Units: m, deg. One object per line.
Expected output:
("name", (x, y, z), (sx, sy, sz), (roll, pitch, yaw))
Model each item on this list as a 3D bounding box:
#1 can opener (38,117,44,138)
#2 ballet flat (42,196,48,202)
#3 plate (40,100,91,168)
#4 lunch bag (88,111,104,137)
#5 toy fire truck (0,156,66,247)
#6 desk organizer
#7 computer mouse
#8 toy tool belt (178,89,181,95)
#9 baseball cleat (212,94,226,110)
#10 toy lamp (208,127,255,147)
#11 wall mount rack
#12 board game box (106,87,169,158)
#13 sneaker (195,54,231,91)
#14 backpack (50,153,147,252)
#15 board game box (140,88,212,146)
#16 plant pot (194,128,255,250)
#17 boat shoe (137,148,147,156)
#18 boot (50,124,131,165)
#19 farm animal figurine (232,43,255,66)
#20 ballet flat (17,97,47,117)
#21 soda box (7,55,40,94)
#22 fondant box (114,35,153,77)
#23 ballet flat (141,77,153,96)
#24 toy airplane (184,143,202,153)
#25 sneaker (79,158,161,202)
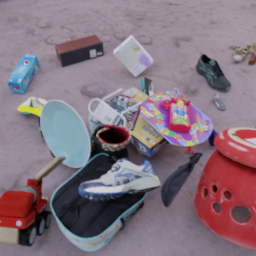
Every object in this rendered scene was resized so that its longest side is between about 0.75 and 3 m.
("can opener", (-3.304, -0.123, 11.038), (0.507, 0.629, 1.599), (-30, 47, -5))
("ballet flat", (-3.190, 2.508, 8.812), (1.366, 0.454, 0.388), (-17, 23, -12))
("plate", (-1.913, 0.175, 8.728), (2.258, 2.258, 0.289), (33, 39, 24))
("lunch bag", (-0.962, -0.126, 10.985), (1.111, 0.534, 1.386), (-8, 51, -6))
("toy fire truck", (-2.648, 1.865, 7.746), (1.434, 1.962, 2.229), (5, 89, 3))
("desk organizer", (-2.414, -3.852, 13.898), (2.237, 0.802, 0.861), (-21, 51, -16))
("computer mouse", (1.411, 1.379, 7.892), (0.481, 1.264, 1.826), (33, 95, 15))
("toy tool belt", (2.044, -1.040, 11.515), (0.619, 1.007, 0.629), (-24, 12, -28))
("baseball cleat", (3.821, -1.118, 11.854), (0.301, 0.459, 0.863), (-32, 51, -8))
("toy lamp", (4.309, 0.261, 10.516), (2.509, 0.730, 0.730), (-3, 50, -7))
("wall mount rack", (-0.492, -0.613, 10.139), (1.923, 0.717, 1.671), (37, 94, 33))
("board game box", (0.451, -0.337, 10.193), (1.912, 0.488, 2.823), (-33, 51, -27))
("sneaker", (3.868, -2.517, 12.766), (0.811, 0.853, 2.152), (-25, 56, -21))
("backpack", (-0.935, 2.246, 8.154), (2.122, 1.851, 2.414), (39, 52, 22))
("board game box", (1.634, -0.507, 9.238), (1.963, 0.484, 2.485), (-28, 59, -31))
("plant pot", (3.430, 1.444, 7.797), (2.799, 2.549, 2.799), (5, 17, -2))
("boat shoe", (1.034, 0.005, 10.721), (0.849, 0.768, 2.382), (22, 54, 17))
("boot", (-1.266, 0.534, 9.240), (2.787, 2.105, 1.006), (7, 63, -3))
("farm animal figurine", (5.894, -3.784, 13.889), (1.326, 0.699, 1.341), (7, 51, 6))
("ballet flat", (-3.609, -0.830, 11.028), (2.130, 0.714, 0.712), (15, 23, 36))
("soda box", (-4.748, -2.483, 12.828), (0.643, 0.679, 2.003), (7, 51, 6))
("fondant box", (0.244, -3.222, 12.673), (1.093, 1.515, 0.441), (-36, 29, 22))
("ballet flat", (0.823, -1.538, 11.967), (0.545, 0.542, 1.595), (11, 58, -10))
("toy airplane", (2.368, 0.610, 10.610), (0.960, 0.177, 0.960), (3, 51, -3))
("sneaker", (-0.261, 1.312, 7.284), (2.194, 0.845, 0.934), (-2, 65, -29))
